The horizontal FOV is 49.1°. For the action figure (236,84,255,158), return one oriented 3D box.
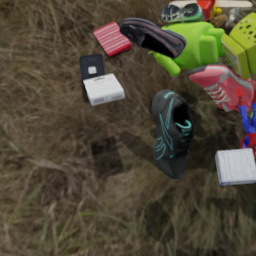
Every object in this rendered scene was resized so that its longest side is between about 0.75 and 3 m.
[{"bbox_3d":[3.573,0.120,7.965,0.782,2.397,1.186,-12,36,15],"label":"action figure"}]

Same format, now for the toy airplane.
[{"bbox_3d":[3.707,-5.589,13.044,2.858,2.025,2.870,-15,32,-17],"label":"toy airplane"}]

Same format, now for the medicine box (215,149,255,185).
[{"bbox_3d":[2.650,0.971,6.894,0.843,0.434,0.768,-6,66,9],"label":"medicine box"}]

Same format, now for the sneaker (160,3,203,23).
[{"bbox_3d":[1.848,-3.885,9.768,1.605,0.693,0.623,18,93,38],"label":"sneaker"}]

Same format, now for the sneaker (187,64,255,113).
[{"bbox_3d":[3.190,-1.220,9.227,2.889,1.065,1.253,12,79,-29],"label":"sneaker"}]

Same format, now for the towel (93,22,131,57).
[{"bbox_3d":[-0.748,-4.156,13.168,1.232,0.192,1.703,-28,68,-9],"label":"towel"}]

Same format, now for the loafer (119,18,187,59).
[{"bbox_3d":[0.639,-2.687,8.467,2.189,0.787,0.689,22,67,15],"label":"loafer"}]

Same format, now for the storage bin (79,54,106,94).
[{"bbox_3d":[-1.509,-2.327,12.100,1.044,0.724,1.544,-8,66,-4],"label":"storage bin"}]

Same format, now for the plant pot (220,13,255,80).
[{"bbox_3d":[3.757,-2.446,8.700,1.265,1.387,1.394,-29,45,9],"label":"plant pot"}]

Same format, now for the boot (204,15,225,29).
[{"bbox_3d":[3.392,-4.189,11.112,1.094,0.413,0.403,-33,68,1],"label":"boot"}]

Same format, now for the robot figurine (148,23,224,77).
[{"bbox_3d":[2.022,-2.877,9.916,2.708,1.567,2.376,16,50,42],"label":"robot figurine"}]

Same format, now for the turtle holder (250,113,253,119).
[{"bbox_3d":[4.909,-0.828,8.214,1.643,2.313,1.758,9,94,-29],"label":"turtle holder"}]

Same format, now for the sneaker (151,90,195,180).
[{"bbox_3d":[1.241,0.306,7.569,0.984,1.034,2.609,-20,110,-25],"label":"sneaker"}]

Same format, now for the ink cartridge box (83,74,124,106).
[{"bbox_3d":[-0.829,-1.279,9.253,1.093,0.340,1.359,-15,34,-10],"label":"ink cartridge box"}]
